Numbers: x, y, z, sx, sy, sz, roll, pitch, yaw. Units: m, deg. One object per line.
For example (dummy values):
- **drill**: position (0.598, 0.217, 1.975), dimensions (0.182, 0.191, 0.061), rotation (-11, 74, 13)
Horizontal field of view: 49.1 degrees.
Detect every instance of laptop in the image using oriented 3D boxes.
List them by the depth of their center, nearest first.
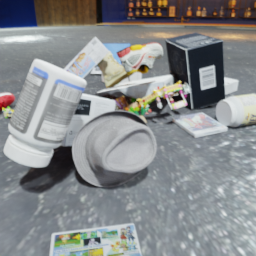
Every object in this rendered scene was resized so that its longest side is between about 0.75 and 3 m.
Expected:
- **laptop**: position (-1.049, -4.308, 17.443), dimensions (2.394, 1.482, 2.557), rotation (0, 25, 1)

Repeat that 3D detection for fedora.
- **fedora**: position (-0.157, 0.524, 6.582), dimensions (2.099, 1.856, 0.948), rotation (-15, 9, -26)

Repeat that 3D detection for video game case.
- **video game case**: position (-0.560, 2.340, 4.875), dimensions (1.614, 0.178, 1.471), rotation (-5, 26, -8)
- **video game case**: position (2.550, -0.135, 10.121), dimensions (1.366, 0.172, 1.499), rotation (-10, 27, -21)

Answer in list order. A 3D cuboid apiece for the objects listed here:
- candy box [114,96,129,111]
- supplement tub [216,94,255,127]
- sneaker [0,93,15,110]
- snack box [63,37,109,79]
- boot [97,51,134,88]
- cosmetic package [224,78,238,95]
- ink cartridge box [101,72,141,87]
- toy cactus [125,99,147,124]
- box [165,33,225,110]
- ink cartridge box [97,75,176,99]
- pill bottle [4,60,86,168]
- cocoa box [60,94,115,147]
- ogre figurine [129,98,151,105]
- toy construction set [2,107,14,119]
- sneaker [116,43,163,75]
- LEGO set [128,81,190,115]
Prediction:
- **candy box**: position (-0.443, -0.824, 10.791), dimensions (0.860, 0.502, 0.243), rotation (-29, 0, -18)
- **supplement tub**: position (4.053, -0.619, 10.065), dimensions (1.491, 1.081, 1.081), rotation (-9, 27, -17)
- **sneaker**: position (-5.129, -0.735, 11.029), dimensions (1.013, 0.687, 1.754), rotation (31, 51, 34)
- **snack box**: position (-1.741, -2.466, 10.794), dimensions (2.109, 0.758, 0.256), rotation (-45, 19, 0)
- **boot**: position (-0.456, -2.608, 11.465), dimensions (1.751, 1.361, 0.637), rotation (-29, -9, 30)
- **cosmetic package**: position (4.574, -1.991, 13.595), dimensions (1.560, 0.578, 0.793), rotation (-22, 34, -36)
- **ink cartridge box**: position (-0.355, -2.824, 15.120), dimensions (1.811, 0.761, 1.318), rotation (-14, 29, -27)
- **toy cactus**: position (0.284, -0.382, 7.979), dimensions (0.850, 0.434, 0.701), rotation (-35, 65, -9)
- **box**: position (2.856, -2.531, 12.117), dimensions (1.602, 2.586, 2.542), rotation (-16, 27, -6)
- **ink cartridge box**: position (0.440, -1.614, 12.004), dimensions (2.895, 0.726, 2.348), rotation (-9, 13, 22)
- **pill bottle**: position (-1.784, -0.274, 5.907), dimensions (1.159, 2.038, 1.159), rotation (25, 8, -4)
- **cocoa box**: position (-1.575, -0.295, 8.133), dimensions (1.400, 1.423, 2.134), rotation (11, 4, 29)
- **ogre figurine**: position (0.474, -1.134, 11.955), dimensions (0.976, 0.479, 0.585), rotation (-35, 58, -28)
- **toy construction set**: position (-4.441, -0.626, 10.932), dimensions (0.933, 0.430, 0.612), rotation (-15, 27, -7)
- **sneaker**: position (0.463, -2.265, 9.354), dimensions (0.868, 0.916, 2.230), rotation (-11, 11, 42)
- **LEGO set**: position (1.196, -0.875, 9.964), dimensions (2.357, 0.877, 1.084), rotation (-22, -9, -4)
